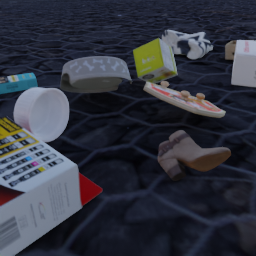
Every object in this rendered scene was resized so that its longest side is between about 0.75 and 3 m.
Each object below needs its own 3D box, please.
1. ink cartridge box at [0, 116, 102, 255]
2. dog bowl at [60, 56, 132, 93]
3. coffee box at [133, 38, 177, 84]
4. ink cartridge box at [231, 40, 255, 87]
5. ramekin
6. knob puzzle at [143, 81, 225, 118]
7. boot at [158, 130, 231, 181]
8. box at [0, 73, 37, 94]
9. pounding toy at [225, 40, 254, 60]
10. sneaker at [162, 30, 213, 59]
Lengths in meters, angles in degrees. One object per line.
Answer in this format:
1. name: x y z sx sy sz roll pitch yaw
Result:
1. ink cartridge box: -1.958 0.739 4.888 2.364 0.991 2.076 25 39 36
2. dog bowl: -0.911 -1.466 7.895 2.020 0.592 2.020 -6 -3 0
3. coffee box: 0.868 -2.083 8.928 0.967 0.969 0.958 -17 -15 31
4. ink cartridge box: 4.963 -2.132 9.466 2.666 1.103 1.953 10 33 17
5. ramekin: -1.990 -0.335 6.432 0.605 1.240 1.240 14 34 28
6. knob puzzle: 1.426 -0.752 6.820 2.348 0.326 2.348 18 16 -5
7. boot: 1.198 0.422 5.502 1.343 0.472 0.982 -25 40 14
8. box: -3.723 -1.438 9.072 1.408 0.346 0.579 -14 34 -22
9. pounding toy: 4.683 -3.068 11.474 1.177 0.837 1.083 9 30 34
10. sneaker: 2.720 -3.806 12.407 1.502 0.921 2.308 -22 38 -34
